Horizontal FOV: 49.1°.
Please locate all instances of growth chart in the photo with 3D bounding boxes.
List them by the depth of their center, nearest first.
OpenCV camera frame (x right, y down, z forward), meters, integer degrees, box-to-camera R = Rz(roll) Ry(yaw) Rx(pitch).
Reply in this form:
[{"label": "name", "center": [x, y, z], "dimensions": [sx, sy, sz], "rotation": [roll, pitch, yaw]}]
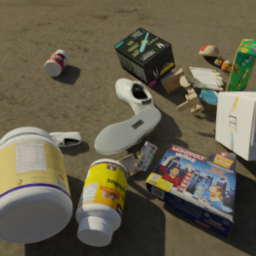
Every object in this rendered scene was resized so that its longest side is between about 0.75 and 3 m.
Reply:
[{"label": "growth chart", "center": [3.697, -2.337, 13.167], "dimensions": [1.593, 0.195, 2.202], "rotation": [10, 36, -3]}]

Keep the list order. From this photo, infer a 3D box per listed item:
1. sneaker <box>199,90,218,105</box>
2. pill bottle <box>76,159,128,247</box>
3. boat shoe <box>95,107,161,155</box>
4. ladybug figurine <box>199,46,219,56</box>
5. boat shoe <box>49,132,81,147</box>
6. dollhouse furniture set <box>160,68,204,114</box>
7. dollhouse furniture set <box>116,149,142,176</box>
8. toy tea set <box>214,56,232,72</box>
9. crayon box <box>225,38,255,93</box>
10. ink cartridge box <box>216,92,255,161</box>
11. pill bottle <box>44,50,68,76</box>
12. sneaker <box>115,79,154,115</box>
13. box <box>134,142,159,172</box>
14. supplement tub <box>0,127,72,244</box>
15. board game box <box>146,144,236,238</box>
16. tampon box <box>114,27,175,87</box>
[{"label": "sneaker", "center": [3.404, -1.228, 11.315], "dimensions": [0.556, 0.527, 1.377], "rotation": [14, 14, -12]}, {"label": "pill bottle", "center": [-0.699, 1.977, 7.574], "dimensions": [1.181, 1.181, 2.163], "rotation": [5, 41, 5]}, {"label": "boat shoe", "center": [0.025, 0.251, 9.844], "dimensions": [2.795, 0.890, 0.988], "rotation": [-29, 68, -29]}, {"label": "ladybug figurine", "center": [4.342, -4.120, 14.977], "dimensions": [0.999, 0.529, 1.471], "rotation": [1, 16, -1]}, {"label": "boat shoe", "center": [-2.341, 0.443, 9.910], "dimensions": [1.349, 0.496, 0.441], "rotation": [-10, 34, -10]}, {"label": "dollhouse furniture set", "center": [2.275, -1.283, 11.628], "dimensions": [1.038, 1.215, 2.345], "rotation": [-29, 34, 15]}, {"label": "dollhouse furniture set", "center": [0.229, 1.105, 8.885], "dimensions": [1.233, 0.546, 0.639], "rotation": [-24, 87, -28]}, {"label": "toy tea set", "center": [4.887, -3.299, 14.111], "dimensions": [0.820, 0.510, 1.378], "rotation": [4, 36, -31]}, {"label": "crayon box", "center": [4.606, -2.144, 11.409], "dimensions": [0.733, 2.518, 1.495], "rotation": [19, 45, 21]}, {"label": "ink cartridge box", "center": [4.155, -0.163, 8.912], "dimensions": [1.820, 1.788, 2.473], "rotation": [-1, 12, -5]}, {"label": "pill bottle", "center": [-3.564, -3.286, 14.072], "dimensions": [0.815, 0.815, 1.427], "rotation": [6, 41, 7]}, {"label": "sneaker", "center": [0.315, -1.510, 11.772], "dimensions": [1.086, 1.053, 2.975], "rotation": [-18, 41, -20]}, {"label": "box", "center": [0.578, 0.920, 8.868], "dimensions": [0.480, 0.872, 0.151], "rotation": [29, -4, -26]}, {"label": "supplement tub", "center": [-2.666, 1.440, 7.604], "dimensions": [1.960, 1.960, 2.696], "rotation": [-12, 41, -14]}, {"label": "board game box", "center": [2.194, 1.529, 8.428], "dimensions": [2.506, 0.773, 2.504], "rotation": [22, 44, 24]}, {"label": "tampon box", "center": [0.794, -3.376, 13.348], "dimensions": [1.731, 1.459, 2.310], "rotation": [-38, 51, -11]}]
